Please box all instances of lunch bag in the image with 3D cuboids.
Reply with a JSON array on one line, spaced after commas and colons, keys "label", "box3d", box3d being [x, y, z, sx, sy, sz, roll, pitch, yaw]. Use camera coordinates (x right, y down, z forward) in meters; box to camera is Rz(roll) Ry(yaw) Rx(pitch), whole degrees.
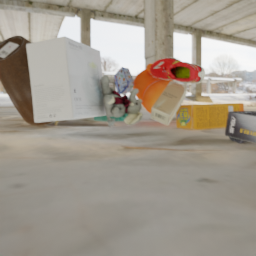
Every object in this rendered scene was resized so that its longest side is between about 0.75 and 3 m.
[{"label": "lunch bag", "box3d": [-0.226, -2.060, 12.570, 0.442, 1.171, 0.938, 6, -30, -38]}]

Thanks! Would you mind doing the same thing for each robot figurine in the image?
[{"label": "robot figurine", "box3d": [1.253, -1.598, 12.520, 1.712, 2.112, 2.936, 17, 25, -26]}]

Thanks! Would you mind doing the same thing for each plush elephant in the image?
[{"label": "plush elephant", "box3d": [-0.135, -0.887, 10.395, 1.472, 1.901, 1.566, -10, 38, -3]}]

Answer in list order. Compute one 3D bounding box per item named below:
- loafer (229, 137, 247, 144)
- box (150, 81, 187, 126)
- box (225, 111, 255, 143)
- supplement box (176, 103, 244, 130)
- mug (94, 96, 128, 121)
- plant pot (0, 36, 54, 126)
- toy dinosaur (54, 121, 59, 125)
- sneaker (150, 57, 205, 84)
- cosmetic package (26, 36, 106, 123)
[{"label": "loafer", "box3d": [2.906, 0.222, 7.395, 0.279, 0.319, 0.887, 3, 14, -3]}, {"label": "box", "box3d": [1.480, -0.907, 10.087, 0.739, 0.605, 1.556, 23, 57, 17]}, {"label": "box", "box3d": [3.852, 0.034, 6.573, 2.521, 0.609, 1.997, -5, 15, -40]}, {"label": "supplement box", "box3d": [3.279, -0.482, 11.054, 2.879, 0.990, 0.958, -6, 6, -31]}, {"label": "mug", "box3d": [-0.749, -1.087, 14.920, 2.198, 1.359, 1.806, 1, 6, 14]}, {"label": "plant pot", "box3d": [-3.935, -2.052, 11.286, 2.777, 2.777, 2.972, 3, -34, 24]}, {"label": "toy dinosaur", "box3d": [-3.119, -1.557, 11.618, 0.807, 2.773, 1.402, -15, 22, 8]}, {"label": "sneaker", "box3d": [1.670, -2.173, 10.403, 2.338, 0.900, 0.993, 16, 17, 41]}, {"label": "cosmetic package", "box3d": [-2.076, -1.610, 10.086, 1.603, 2.608, 2.600, -6, 3, 20]}]
